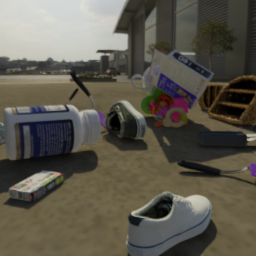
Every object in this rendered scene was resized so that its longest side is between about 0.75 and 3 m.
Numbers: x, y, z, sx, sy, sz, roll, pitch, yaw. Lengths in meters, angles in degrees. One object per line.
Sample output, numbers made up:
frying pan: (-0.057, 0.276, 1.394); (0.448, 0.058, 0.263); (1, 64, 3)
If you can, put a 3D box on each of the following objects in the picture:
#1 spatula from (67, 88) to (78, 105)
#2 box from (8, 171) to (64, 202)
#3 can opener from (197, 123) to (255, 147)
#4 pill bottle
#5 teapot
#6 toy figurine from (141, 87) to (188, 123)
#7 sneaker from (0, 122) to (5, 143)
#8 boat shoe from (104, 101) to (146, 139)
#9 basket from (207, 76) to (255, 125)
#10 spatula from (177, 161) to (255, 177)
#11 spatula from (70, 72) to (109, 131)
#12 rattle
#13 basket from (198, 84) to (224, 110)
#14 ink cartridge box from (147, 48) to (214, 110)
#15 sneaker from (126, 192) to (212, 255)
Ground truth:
spatula: (-2.676, -1.121, 12.682); (0.495, 1.752, 0.180); (9, -27, 31)
box: (-1.694, 1.072, 5.269); (0.530, 0.167, 0.963); (4, 13, 20)
can opener: (3.252, 0.125, 8.244); (2.355, 0.787, 0.628); (1, 12, 4)
pill bottle: (-1.958, 0.070, 7.326); (2.317, 1.287, 1.287); (-5, 13, -27)
teapot: (1.384, -2.456, 13.667); (1.909, 1.884, 1.394); (7, 42, -53)
toy figurine: (1.727, -0.933, 12.294); (2.260, 1.697, 2.080); (-17, 21, 4)
sneaker: (-4.182, 0.161, 8.850); (0.815, 0.693, 1.786); (-14, 5, 12)
boat shoe: (-0.315, -0.342, 9.838); (0.947, 1.052, 2.974); (-2, 14, -18)
basket: (4.953, -1.272, 12.053); (2.031, 1.946, 2.727); (-1, 12, -11)
spatula: (2.122, 0.901, 5.941); (2.162, 0.222, 0.611); (4, 19, 19)
spatula: (-1.349, -0.967, 10.162); (0.256, 2.490, 0.704); (-26, 16, 20)
rattle: (1.683, -0.286, 11.123); (1.265, 0.823, 0.903); (-25, -2, 6)
basket: (4.526, -1.701, 15.398); (0.998, 1.399, 1.042); (-5, 13, -22)
ink cartridge box: (2.013, -2.051, 11.524); (2.439, 0.529, 2.416); (34, -20, 10)
sneaker: (0.647, 1.167, 3.811); (0.600, 0.582, 1.644); (11, 16, 42)
